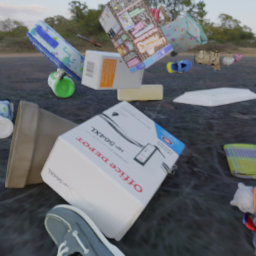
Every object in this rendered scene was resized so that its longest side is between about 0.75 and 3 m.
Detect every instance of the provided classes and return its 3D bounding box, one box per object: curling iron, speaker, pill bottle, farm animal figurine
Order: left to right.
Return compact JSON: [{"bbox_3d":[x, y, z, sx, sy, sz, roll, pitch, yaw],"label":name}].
[{"bbox_3d":[-4.877,-0.136,10.437,0.759,0.759,1.343,-15,24,-38],"label":"pill bottle"},{"bbox_3d":[-4.128,-2.681,17.169,1.313,1.313,2.969,-7,20,-20],"label":"speaker"},{"bbox_3d":[-1.127,-2.505,8.127,0.251,0.129,1.012,-9,-8,33],"label":"curling iron"},{"bbox_3d":[2.640,-1.978,8.332,0.970,0.604,1.201,-2,21,-25],"label":"farm animal figurine"}]

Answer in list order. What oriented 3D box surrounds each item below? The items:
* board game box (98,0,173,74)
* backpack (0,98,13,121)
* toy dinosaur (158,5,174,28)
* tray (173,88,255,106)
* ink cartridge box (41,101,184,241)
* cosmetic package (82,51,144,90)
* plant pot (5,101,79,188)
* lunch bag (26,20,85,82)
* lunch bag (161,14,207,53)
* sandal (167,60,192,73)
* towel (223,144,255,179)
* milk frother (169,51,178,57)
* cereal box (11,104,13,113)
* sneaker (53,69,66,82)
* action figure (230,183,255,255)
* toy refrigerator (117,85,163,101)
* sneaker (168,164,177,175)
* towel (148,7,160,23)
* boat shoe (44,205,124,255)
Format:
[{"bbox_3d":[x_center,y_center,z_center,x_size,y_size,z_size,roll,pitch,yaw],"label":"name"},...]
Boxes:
[{"bbox_3d":[0.155,-2.773,8.271,0.972,2.007,1.600,-35,13,-9],"label":"board game box"},{"bbox_3d":[-5.224,-0.604,11.422,0.938,1.025,0.753,-7,20,-15],"label":"backpack"},{"bbox_3d":[2.116,-4.435,12.712,2.603,1.117,1.764,37,14,25],"label":"toy dinosaur"},{"bbox_3d":[2.868,-1.035,8.974,2.696,0.299,1.448,-11,17,-37],"label":"tray"},{"bbox_3d":[-0.155,0.691,6.067,1.973,1.139,2.702,37,30,9],"label":"ink cartridge box"},{"bbox_3d":[-0.534,-2.342,11.555,0.950,1.352,2.666,25,24,36],"label":"cosmetic package"},{"bbox_3d":[-1.961,0.517,7.073,1.825,2.104,2.104,11,14,-22],"label":"plant pot"},{"bbox_3d":[-2.989,-3.328,12.125,2.734,1.127,2.198,43,2,24],"label":"lunch bag"},{"bbox_3d":[2.167,-3.488,10.817,1.274,0.912,1.496,-15,-22,42],"label":"lunch bag"},{"bbox_3d":[1.888,-2.149,9.814,1.108,0.440,0.482,-20,14,-36],"label":"sandal"},{"bbox_3d":[3.623,0.949,8.079,1.538,0.244,2.142,3,18,10],"label":"towel"},{"bbox_3d":[2.156,-4.240,14.079,0.942,0.850,0.886,28,23,-54],"label":"milk frother"},{"bbox_3d":[-6.472,-0.836,12.002,1.762,0.484,2.449,3,6,19],"label":"cereal box"},{"bbox_3d":[-3.100,-2.776,13.366,0.519,0.435,1.173,31,63,13],"label":"sneaker"},{"bbox_3d":[3.038,1.498,5.136,2.172,1.174,2.245,15,22,15],"label":"action figure"},{"bbox_3d":[0.649,-1.949,15.717,2.430,0.850,0.923,-1,12,-7],"label":"toy refrigerator"},{"bbox_3d":[0.945,1.096,7.490,0.925,0.347,0.534,-13,25,-37],"label":"sneaker"},{"bbox_3d":[0.505,-4.486,11.762,1.602,1.159,0.180,2,32,-16],"label":"towel"},{"bbox_3d":[-0.784,1.927,4.316,0.691,0.814,2.236,-13,27,-43],"label":"boat shoe"}]
